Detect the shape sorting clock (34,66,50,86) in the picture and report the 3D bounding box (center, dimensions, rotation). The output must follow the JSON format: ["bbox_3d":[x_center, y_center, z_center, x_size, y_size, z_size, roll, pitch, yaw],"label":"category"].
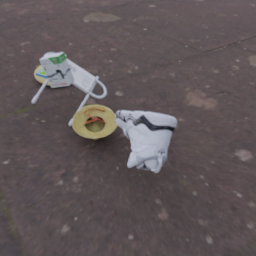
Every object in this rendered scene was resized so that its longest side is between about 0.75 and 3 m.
[{"bbox_3d":[-3.423,-2.636,13.629,2.182,0.428,2.182,1,40,-1],"label":"shape sorting clock"}]

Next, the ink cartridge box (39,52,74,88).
[{"bbox_3d":[-2.157,-1.746,8.549,0.705,0.962,0.399,-4,33,22],"label":"ink cartridge box"}]

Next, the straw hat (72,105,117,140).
[{"bbox_3d":[-1.172,-0.013,10.052,1.709,0.723,1.709,2,45,-2],"label":"straw hat"}]

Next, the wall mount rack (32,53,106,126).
[{"bbox_3d":[-2.308,-1.542,10.850,2.733,1.019,2.375,33,49,-14],"label":"wall mount rack"}]

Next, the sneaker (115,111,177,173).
[{"bbox_3d":[0.278,0.344,8.060,1.024,1.567,2.726,11,-2,-28],"label":"sneaker"}]
